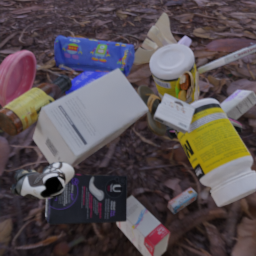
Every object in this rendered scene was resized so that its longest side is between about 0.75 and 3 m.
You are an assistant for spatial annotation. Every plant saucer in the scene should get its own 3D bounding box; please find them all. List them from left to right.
[{"bbox_3d":[-3.673,-1.561,9.076,0.514,2.030,2.030,21,46,1],"label":"plant saucer"}]

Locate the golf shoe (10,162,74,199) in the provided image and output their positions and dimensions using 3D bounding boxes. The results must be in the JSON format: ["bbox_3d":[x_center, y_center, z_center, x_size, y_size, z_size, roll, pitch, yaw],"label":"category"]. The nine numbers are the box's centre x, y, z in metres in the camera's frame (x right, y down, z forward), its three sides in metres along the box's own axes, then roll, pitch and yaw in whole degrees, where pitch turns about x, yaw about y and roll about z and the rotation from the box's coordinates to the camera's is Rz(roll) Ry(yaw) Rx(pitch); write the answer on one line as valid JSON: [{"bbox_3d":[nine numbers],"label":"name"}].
[{"bbox_3d":[-1.479,1.112,5.588,0.783,0.644,1.658,14,9,23],"label":"golf shoe"}]

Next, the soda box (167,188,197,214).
[{"bbox_3d":[1.852,2.473,9.520,1.044,0.332,0.357,-26,50,-23],"label":"soda box"}]

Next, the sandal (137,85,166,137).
[{"bbox_3d":[0.996,-0.751,10.493,0.927,0.623,2.309,8,50,-31],"label":"sandal"}]

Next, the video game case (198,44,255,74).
[{"bbox_3d":[3.348,-2.235,8.792,1.771,0.223,1.943,-23,5,-6],"label":"video game case"}]

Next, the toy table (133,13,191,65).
[{"bbox_3d":[1.372,-3.286,11.407,1.512,2.583,2.374,35,77,-6],"label":"toy table"}]

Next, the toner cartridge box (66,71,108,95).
[{"bbox_3d":[-1.879,-2.384,14.426,1.271,0.577,2.675,26,50,24],"label":"toner cartridge box"}]

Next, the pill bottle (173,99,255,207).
[{"bbox_3d":[2.044,0.561,6.540,1.289,1.289,2.256,-16,64,-16],"label":"pill bottle"}]

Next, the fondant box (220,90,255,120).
[{"bbox_3d":[3.696,-0.677,10.048,1.576,0.459,1.137,-39,10,3],"label":"fondant box"}]

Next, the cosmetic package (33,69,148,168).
[{"bbox_3d":[-1.261,-0.099,8.641,2.666,2.658,1.639,-33,86,-30],"label":"cosmetic package"}]

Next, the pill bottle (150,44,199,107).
[{"bbox_3d":[1.724,-1.517,9.850,1.437,2.582,1.437,-9,56,14],"label":"pill bottle"}]

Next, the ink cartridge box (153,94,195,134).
[{"bbox_3d":[1.038,-0.325,6.252,0.784,0.171,0.681,25,59,1],"label":"ink cartridge box"}]

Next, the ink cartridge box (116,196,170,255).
[{"bbox_3d":[0.394,3.004,8.334,0.697,1.201,1.627,-30,52,-28],"label":"ink cartridge box"}]

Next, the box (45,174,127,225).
[{"bbox_3d":[-1.123,1.860,7.467,1.991,1.056,1.217,5,78,-19],"label":"box"}]

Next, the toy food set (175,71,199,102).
[{"bbox_3d":[1.486,-1.080,7.408,0.245,0.843,1.221,0,4,-12],"label":"toy food set"}]

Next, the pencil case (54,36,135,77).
[{"bbox_3d":[-1.202,-2.436,9.654,2.820,1.100,1.225,8,66,7],"label":"pencil case"}]

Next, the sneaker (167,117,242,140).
[{"bbox_3d":[2.263,0.053,8.587,2.291,0.989,0.920,8,10,24],"label":"sneaker"}]

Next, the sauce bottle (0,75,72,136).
[{"bbox_3d":[-2.642,-0.796,8.313,0.863,0.863,2.613,22,45,21],"label":"sauce bottle"}]
